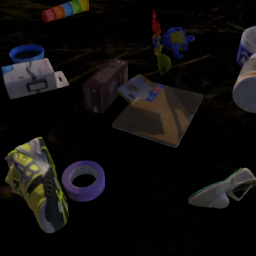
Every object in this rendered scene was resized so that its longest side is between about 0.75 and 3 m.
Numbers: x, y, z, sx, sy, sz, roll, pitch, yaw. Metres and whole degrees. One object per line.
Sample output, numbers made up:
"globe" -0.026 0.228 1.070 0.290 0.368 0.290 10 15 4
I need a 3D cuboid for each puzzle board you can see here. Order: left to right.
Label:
"puzzle board" 0.980 -0.509 8.531 1.953 0.225 2.591 17 44 21

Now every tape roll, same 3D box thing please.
"tape roll" -1.030 1.220 6.517 0.963 0.316 0.963 0 41 0

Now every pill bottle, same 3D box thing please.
"pill bottle" 4.175 -1.536 8.918 1.261 1.261 2.166 19 45 20

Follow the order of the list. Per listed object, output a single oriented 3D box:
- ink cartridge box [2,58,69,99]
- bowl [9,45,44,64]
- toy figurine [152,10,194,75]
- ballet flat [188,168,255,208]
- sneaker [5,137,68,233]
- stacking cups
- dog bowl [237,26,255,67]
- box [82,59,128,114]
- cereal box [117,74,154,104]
"ink cartridge box" -3.166 -1.759 9.601 1.983 0.673 1.150 -17 44 -18
"bowl" -3.908 -2.848 10.875 1.284 0.252 1.284 0 41 0
"toy figurine" 1.751 -3.252 10.411 1.519 1.337 2.535 -5 57 1
"ballet flat" 2.146 1.411 6.153 1.755 0.610 0.610 -21 46 -22
"sneaker" -2.029 1.270 6.096 1.021 1.007 2.671 -22 35 -13
"stacking cups" -3.187 -6.051 14.445 0.763 0.763 2.523 33 54 32
"dog bowl" 5.565 -2.883 10.593 2.616 1.030 2.616 0 41 0
"box" -0.679 -1.365 8.947 0.692 0.925 1.847 17 43 17
"cereal box" 0.245 -1.250 8.897 0.996 0.197 0.716 -37 60 -21
